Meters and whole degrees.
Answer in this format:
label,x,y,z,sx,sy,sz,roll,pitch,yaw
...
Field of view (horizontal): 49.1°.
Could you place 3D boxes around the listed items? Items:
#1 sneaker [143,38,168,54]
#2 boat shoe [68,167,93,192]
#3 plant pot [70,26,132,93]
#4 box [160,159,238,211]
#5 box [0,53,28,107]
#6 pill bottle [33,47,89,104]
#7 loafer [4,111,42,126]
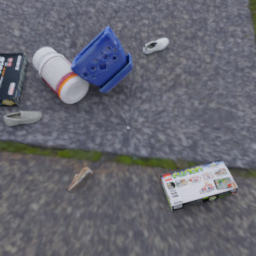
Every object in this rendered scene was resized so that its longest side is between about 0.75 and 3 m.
label,x,y,z,sx,sy,sz,roll,pitch,yaw
sneaker,1.048,-3.014,10.238,1.063,0.376,0.388,-30,87,-13
boat shoe,-1.343,1.426,7.744,0.838,0.317,0.301,-43,51,-3
plant pot,-0.725,-2.068,8.773,1.536,1.381,1.536,-39,23,17
box,1.871,1.509,7.525,1.793,0.311,0.986,-14,48,-4
box,-4.373,-1.636,9.433,1.591,0.460,2.002,0,60,0
pill bottle,-2.235,-1.741,9.144,1.046,1.046,1.910,-37,65,-19
loafer,-3.249,-0.339,8.679,1.116,0.389,0.390,-14,56,-20
